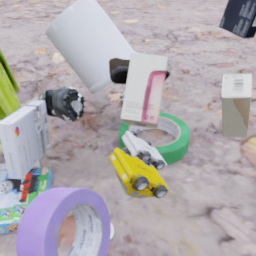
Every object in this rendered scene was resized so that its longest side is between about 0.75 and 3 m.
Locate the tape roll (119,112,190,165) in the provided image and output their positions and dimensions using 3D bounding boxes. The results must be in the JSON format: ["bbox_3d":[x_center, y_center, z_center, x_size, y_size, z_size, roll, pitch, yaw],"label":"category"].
[{"bbox_3d":[0.907,0.301,9.796,2.451,0.589,2.451,0,34,0],"label":"tape roll"}]

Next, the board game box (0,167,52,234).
[{"bbox_3d":[-3.451,1.947,7.542,2.542,0.465,1.923,-5,36,-6],"label":"board game box"}]

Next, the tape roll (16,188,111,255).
[{"bbox_3d":[-0.506,0.902,2.356,0.331,0.779,0.779,-6,28,34],"label":"tape roll"}]

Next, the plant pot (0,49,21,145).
[{"bbox_3d":[-3.900,-0.980,6.430,2.412,2.424,2.200,-15,44,-4],"label":"plant pot"}]

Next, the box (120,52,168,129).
[{"bbox_3d":[0.411,-0.880,6.974,0.896,1.645,1.051,9,-4,5],"label":"box"}]

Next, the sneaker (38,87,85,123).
[{"bbox_3d":[-1.769,-0.588,7.071,1.120,0.823,2.476,5,2,-3],"label":"sneaker"}]

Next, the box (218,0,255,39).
[{"bbox_3d":[3.242,-3.192,7.910,0.537,1.032,0.940,-17,45,-34],"label":"box"}]

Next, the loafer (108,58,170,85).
[{"bbox_3d":[0.363,-1.769,8.438,2.272,0.829,0.811,0,56,-42],"label":"loafer"}]

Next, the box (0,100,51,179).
[{"bbox_3d":[-2.219,0.198,6.231,0.328,1.241,1.591,1,23,6],"label":"box"}]

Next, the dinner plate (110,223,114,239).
[{"bbox_3d":[-0.732,2.568,6.998,0.755,0.091,0.755,1,36,0],"label":"dinner plate"}]

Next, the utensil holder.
[{"bbox_3d":[-1.241,-2.787,9.607,2.165,2.548,2.165,-37,15,12],"label":"utensil holder"}]

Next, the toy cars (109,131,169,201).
[{"bbox_3d":[0.106,0.454,3.279,0.757,0.374,1.688,47,11,-3],"label":"toy cars"}]

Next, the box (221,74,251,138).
[{"bbox_3d":[2.072,-0.389,5.392,0.491,1.262,0.599,2,57,21],"label":"box"}]

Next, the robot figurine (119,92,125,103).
[{"bbox_3d":[0.122,-1.313,12.128,0.977,0.552,0.828,-8,75,-12],"label":"robot figurine"}]

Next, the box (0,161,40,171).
[{"bbox_3d":[-3.488,1.272,8.667,1.463,0.283,0.303,-5,35,-7],"label":"box"}]
